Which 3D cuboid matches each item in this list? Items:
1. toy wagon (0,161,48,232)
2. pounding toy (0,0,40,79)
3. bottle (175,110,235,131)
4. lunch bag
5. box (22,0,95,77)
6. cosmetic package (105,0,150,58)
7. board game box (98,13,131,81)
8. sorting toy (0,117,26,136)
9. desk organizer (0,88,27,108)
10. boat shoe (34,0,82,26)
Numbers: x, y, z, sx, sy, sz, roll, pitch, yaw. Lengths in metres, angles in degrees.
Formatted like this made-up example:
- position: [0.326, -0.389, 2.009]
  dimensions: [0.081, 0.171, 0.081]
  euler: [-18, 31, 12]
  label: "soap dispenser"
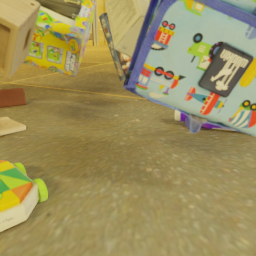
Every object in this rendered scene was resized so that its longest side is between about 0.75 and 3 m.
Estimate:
- position: [-2.508, 1.004, 4.479]
  dimensions: [1.803, 0.460, 2.324]
  euler: [-17, 26, -40]
  label: "toy wagon"
- position: [-3.017, -1.963, 5.324]
  dimensions: [2.170, 1.907, 0.993]
  euler: [27, 49, -12]
  label: "pounding toy"
- position: [2.464, -0.371, 7.869]
  dimensions: [2.237, 0.730, 0.934]
  euler: [7, 22, 17]
  label: "bottle"
- position: [1.249, -1.205, 3.460]
  dimensions: [2.029, 2.695, 1.268]
  euler: [17, 19, -11]
  label: "lunch bag"
- position: [-2.750, -3.570, 10.008]
  dimensions: [2.595, 1.644, 2.695]
  euler: [14, 47, -8]
  label: "box"
- position: [0.138, -2.558, 6.461]
  dimensions: [0.829, 0.982, 1.900]
  euler: [20, 45, -34]
  label: "cosmetic package"
- position: [0.050, -2.721, 9.014]
  dimensions: [1.408, 2.078, 0.359]
  euler: [-25, 12, -27]
  label: "board game box"
- position: [-3.625, 0.025, 7.564]
  dimensions: [1.013, 0.202, 1.371]
  euler: [22, 25, 36]
  label: "sorting toy"
- position: [-4.567, -1.090, 9.997]
  dimensions: [1.660, 0.639, 0.595]
  euler: [-10, 22, -27]
  label: "desk organizer"
- position: [-2.278, -3.337, 6.860]
  dimensions: [2.469, 0.738, 0.882]
  euler: [13, 24, -41]
  label: "boat shoe"
